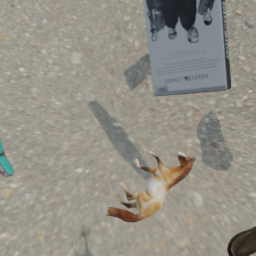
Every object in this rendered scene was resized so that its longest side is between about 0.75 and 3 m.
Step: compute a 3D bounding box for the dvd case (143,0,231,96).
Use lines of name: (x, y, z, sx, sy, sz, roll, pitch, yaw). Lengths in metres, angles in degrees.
dvd case: (1.265, -2.034, 6.319, 1.889, 0.311, 2.513, 0, 102, 40)

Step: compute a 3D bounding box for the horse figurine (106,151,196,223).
horse figurine: (0.343, 0.986, 4.670, 1.034, 0.389, 1.560, 25, 72, 44)

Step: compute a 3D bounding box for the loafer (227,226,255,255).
loafer: (2.258, 2.003, 5.022, 1.061, 0.379, 0.387, -31, 76, -7)

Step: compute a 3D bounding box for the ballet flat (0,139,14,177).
ballet flat: (-2.609, 0.560, 5.562, 0.343, 0.333, 0.964, -14, 105, 25)
